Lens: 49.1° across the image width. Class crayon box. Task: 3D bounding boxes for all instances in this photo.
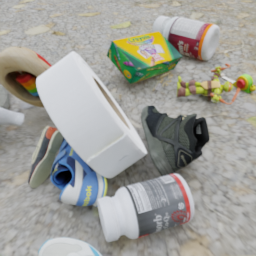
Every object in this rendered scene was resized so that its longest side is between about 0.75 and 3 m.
[{"bbox_3d":[0.642,-2.664,10.398,2.509,0.731,1.490,-26,70,-37],"label":"crayon box"}]

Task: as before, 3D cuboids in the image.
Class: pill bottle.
[{"bbox_3d":[2.444,-3.958,12.150,2.662,1.459,1.459,25,45,27],"label":"pill bottle"},{"bbox_3d":[0.326,1.610,5.622,1.758,1.018,1.018,-12,41,-14],"label":"pill bottle"}]

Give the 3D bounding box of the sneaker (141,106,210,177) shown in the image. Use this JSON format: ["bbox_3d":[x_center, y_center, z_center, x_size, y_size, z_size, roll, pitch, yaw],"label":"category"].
[{"bbox_3d":[1.164,0.054,7.133,1.490,0.994,2.601,-26,29,7],"label":"sneaker"}]

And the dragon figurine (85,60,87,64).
[{"bbox_3d":[-2.318,-1.611,9.175,1.118,2.249,0.662,40,39,-12],"label":"dragon figurine"}]

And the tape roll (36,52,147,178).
[{"bbox_3d":[-0.758,-0.284,6.443,1.007,2.880,2.880,-34,43,5],"label":"tape roll"}]

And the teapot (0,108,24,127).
[{"bbox_3d":[-4.794,-0.677,7.553,2.971,2.932,2.169,62,20,11],"label":"teapot"}]

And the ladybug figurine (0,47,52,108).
[{"bbox_3d":[-2.708,-1.422,7.935,1.579,2.326,0.837,-9,57,13],"label":"ladybug figurine"}]

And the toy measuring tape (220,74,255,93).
[{"bbox_3d":[4.010,-1.795,10.213,0.584,0.584,1.588,-20,43,-23],"label":"toy measuring tape"}]

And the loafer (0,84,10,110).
[{"bbox_3d":[-4.314,-1.124,9.305,0.634,0.633,1.813,-14,41,-17],"label":"loafer"}]

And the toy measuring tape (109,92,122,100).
[{"bbox_3d":[-1.049,-1.195,9.468,1.639,0.603,0.603,8,37,-14],"label":"toy measuring tape"}]

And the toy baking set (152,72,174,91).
[{"bbox_3d":[1.208,-1.641,9.921,0.891,0.104,0.684,-23,38,33],"label":"toy baking set"}]

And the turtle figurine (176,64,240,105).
[{"bbox_3d":[2.693,-1.439,9.589,1.966,0.785,2.437,2,44,14],"label":"turtle figurine"}]

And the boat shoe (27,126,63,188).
[{"bbox_3d":[-2.061,0.686,6.744,0.469,0.533,1.498,19,83,24],"label":"boat shoe"}]

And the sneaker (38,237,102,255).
[{"bbox_3d":[-0.541,2.390,4.316,2.033,0.821,0.778,31,72,10],"label":"sneaker"}]

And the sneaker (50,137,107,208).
[{"bbox_3d":[-1.324,0.786,6.550,1.014,0.912,2.467,2,33,-29],"label":"sneaker"}]
